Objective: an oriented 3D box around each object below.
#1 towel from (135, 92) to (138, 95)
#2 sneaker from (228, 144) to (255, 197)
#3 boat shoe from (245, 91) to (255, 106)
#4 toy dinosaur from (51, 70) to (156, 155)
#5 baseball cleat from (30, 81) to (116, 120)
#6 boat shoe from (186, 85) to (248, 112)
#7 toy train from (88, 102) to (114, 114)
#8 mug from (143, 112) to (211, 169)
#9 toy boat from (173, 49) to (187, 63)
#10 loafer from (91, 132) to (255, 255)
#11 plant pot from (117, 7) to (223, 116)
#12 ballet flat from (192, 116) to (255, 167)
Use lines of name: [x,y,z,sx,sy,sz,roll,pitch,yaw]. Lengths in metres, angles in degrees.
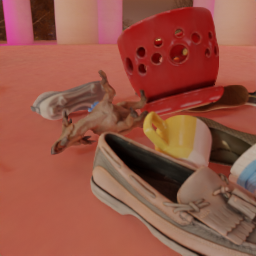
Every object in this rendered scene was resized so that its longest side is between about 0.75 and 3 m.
towel: [1.714,-1.291,10.210,2.150,0.386,2.233,-14,25,-34]
sneaker: [2.496,0.343,3.992,0.829,2.115,0.951,36,7,-48]
boat shoe: [4.157,-0.998,9.242,1.587,0.478,0.566,6,21,17]
toy dinosaur: [-0.448,-0.113,5.967,2.477,1.679,1.063,11,46,-51]
baseball cleat: [-1.667,-0.955,8.497,1.390,0.911,2.612,17,25,38]
boat shoe: [2.400,-0.903,8.711,2.420,0.873,0.871,-5,-5,-3]
toy train: [-0.745,-0.411,7.693,0.584,0.443,1.023,11,23,6]
mug: [0.771,0.418,4.627,1.246,0.998,1.023,16,30,4]
toy boat: [1.852,-2.297,9.946,1.516,1.518,2.323,9,15,-5]
loafer: [0.627,0.806,3.531,2.955,0.929,1.062,15,25,36]
plant pot: [1.096,-1.469,6.944,2.373,2.161,2.373,-13,0,0]
ballet flat: [1.701,0.364,5.077,2.509,0.845,0.582,16,23,24]
